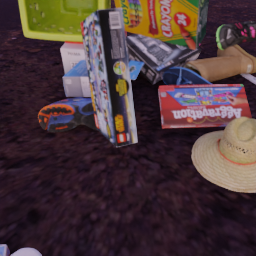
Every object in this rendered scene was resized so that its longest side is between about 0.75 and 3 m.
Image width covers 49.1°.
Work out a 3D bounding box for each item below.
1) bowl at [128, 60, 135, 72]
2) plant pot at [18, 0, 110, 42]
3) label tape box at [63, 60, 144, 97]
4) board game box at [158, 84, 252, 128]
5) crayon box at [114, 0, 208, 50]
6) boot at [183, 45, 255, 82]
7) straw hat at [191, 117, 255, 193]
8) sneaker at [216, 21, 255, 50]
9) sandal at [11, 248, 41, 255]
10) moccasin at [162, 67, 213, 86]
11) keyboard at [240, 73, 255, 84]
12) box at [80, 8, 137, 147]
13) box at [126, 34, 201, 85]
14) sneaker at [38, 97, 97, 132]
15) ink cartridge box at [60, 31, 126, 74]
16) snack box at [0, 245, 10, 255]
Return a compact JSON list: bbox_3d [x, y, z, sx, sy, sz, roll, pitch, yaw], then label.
[{"bbox_3d":[0.102,-2.704,12.133,0.810,0.810,0.424,27,65,35],"label":"bowl"},{"bbox_3d":[-1.723,-4.107,8.596,2.491,2.503,2.271,5,26,5],"label":"plant pot"},{"bbox_3d":[-0.830,-1.868,10.518,2.634,0.871,1.887,5,32,11],"label":"label tape box"},{"bbox_3d":[2.342,-0.693,8.663,2.695,0.262,1.388,-2,67,-3],"label":"board game box"},{"bbox_3d":[0.607,-3.185,7.156,2.775,1.761,0.705,23,66,22],"label":"crayon box"},{"bbox_3d":[3.698,-2.846,12.103,2.908,0.962,2.546,-13,32,-16],"label":"boot"},{"bbox_3d":[2.842,0.337,6.931,2.553,1.080,2.553,-1,32,0],"label":"straw hat"},{"bbox_3d":[1.804,-1.530,4.482,1.024,0.393,0.429,-27,17,-25],"label":"sneaker"},{"bbox_3d":[-1.043,2.773,3.543,0.929,0.695,2.424,-31,61,-11],"label":"sandal"},{"bbox_3d":[2.118,-1.363,9.648,0.880,1.039,2.581,-38,49,-25],"label":"moccasin"},{"bbox_3d":[5.180,-2.005,11.592,0.376,0.071,1.335,-3,32,-14],"label":"keyboard"},{"bbox_3d":[-0.343,-0.787,4.486,0.381,1.912,1.309,-12,15,-17],"label":"box"},{"bbox_3d":[1.375,-3.279,11.859,2.769,0.689,2.184,-32,71,-28],"label":"box"},{"bbox_3d":[-1.227,-0.548,8.442,2.750,1.036,1.079,0,27,-3],"label":"sneaker"},{"bbox_3d":[-1.383,-3.185,11.260,2.700,2.343,0.588,6,43,9],"label":"ink cartridge box"},{"bbox_3d":[-3.034,2.429,4.371,2.138,0.260,0.769,-8,33,-12],"label":"snack box"}]
